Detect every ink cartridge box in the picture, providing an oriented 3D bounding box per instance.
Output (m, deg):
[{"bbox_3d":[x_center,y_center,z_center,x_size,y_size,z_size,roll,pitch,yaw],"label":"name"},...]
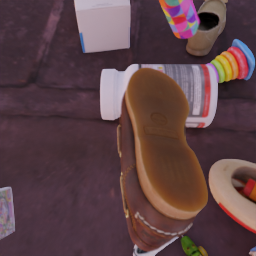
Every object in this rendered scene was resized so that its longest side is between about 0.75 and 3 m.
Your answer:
[{"bbox_3d":[-0.897,-3.937,9.248,1.625,1.654,2.247,-8,58,-5],"label":"ink cartridge box"}]

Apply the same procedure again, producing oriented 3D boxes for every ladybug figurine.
[{"bbox_3d":[2.878,1.645,6.200,2.414,0.868,1.638,33,47,26],"label":"ladybug figurine"}]

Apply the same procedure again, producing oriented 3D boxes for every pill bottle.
[{"bbox_3d":[0.741,-0.857,7.400,2.824,1.636,1.636,2,59,1],"label":"pill bottle"}]

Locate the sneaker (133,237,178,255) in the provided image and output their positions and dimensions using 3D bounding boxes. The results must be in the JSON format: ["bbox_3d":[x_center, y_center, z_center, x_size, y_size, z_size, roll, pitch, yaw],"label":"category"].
[{"bbox_3d":[0.725,2.314,6.063,0.548,0.532,1.502,40,71,24],"label":"sneaker"}]

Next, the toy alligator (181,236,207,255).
[{"bbox_3d":[1.404,2.722,5.978,0.510,0.370,1.540,-27,63,-16],"label":"toy alligator"}]

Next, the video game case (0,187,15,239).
[{"bbox_3d":[-1.693,1.106,3.448,0.077,0.856,0.613,-7,87,11],"label":"video game case"}]

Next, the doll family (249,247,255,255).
[{"bbox_3d":[3.129,2.916,5.815,1.466,0.661,0.910,-5,50,-23],"label":"doll family"}]

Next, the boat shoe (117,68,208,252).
[{"bbox_3d":[0.260,0.171,3.447,0.892,0.892,2.535,16,39,-9],"label":"boat shoe"}]

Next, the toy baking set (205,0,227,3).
[{"bbox_3d":[3.334,-5.038,10.829,0.877,0.133,1.142,-21,61,-16],"label":"toy baking set"}]

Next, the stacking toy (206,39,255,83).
[{"bbox_3d":[2.705,-1.708,8.426,1.856,1.018,1.077,-25,65,-2],"label":"stacking toy"}]

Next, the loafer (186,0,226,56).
[{"bbox_3d":[2.764,-3.591,9.467,1.044,0.926,2.745,18,61,11],"label":"loafer"}]

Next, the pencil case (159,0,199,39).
[{"bbox_3d":[1.160,-2.800,6.446,0.750,1.698,0.750,-8,69,22],"label":"pencil case"}]
